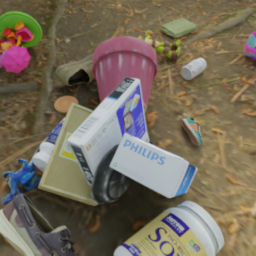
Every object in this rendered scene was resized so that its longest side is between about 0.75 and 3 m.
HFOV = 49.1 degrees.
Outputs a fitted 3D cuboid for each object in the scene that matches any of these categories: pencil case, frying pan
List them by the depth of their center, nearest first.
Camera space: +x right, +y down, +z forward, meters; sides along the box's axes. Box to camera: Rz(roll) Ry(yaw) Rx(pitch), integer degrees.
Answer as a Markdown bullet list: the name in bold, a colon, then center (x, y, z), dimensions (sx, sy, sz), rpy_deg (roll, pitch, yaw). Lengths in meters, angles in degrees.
- **frying pan**: center (-0.028, 1.257, 7.794), dimensions (0.461, 1.711, 2.829), rpy_deg (22, 8, 30)
- **pencil case**: center (6.073, -2.972, 11.486), dimensions (1.177, 1.177, 2.664), rpy_deg (-30, 53, -24)

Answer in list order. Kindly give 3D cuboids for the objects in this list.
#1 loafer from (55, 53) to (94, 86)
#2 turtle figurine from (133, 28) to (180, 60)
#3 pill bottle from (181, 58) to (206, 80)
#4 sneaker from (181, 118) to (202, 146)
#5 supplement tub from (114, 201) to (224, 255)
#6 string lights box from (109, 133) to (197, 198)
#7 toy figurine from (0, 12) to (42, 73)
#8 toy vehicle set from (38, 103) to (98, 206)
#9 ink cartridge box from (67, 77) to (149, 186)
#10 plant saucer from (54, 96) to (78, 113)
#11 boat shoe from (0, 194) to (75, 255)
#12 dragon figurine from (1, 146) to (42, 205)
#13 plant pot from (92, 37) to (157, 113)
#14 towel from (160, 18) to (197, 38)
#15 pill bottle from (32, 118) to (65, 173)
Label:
- **loafer**: center (-1.560, -2.219, 10.984), dimensions (2.480, 0.943, 0.836), rpy_deg (-25, 58, -15)
- **turtle figurine**: center (1.131, -3.476, 12.066), dimensions (2.126, 0.849, 2.636), rpy_deg (12, 33, -3)
- **pill bottle**: center (2.666, -2.392, 11.311), dimensions (1.016, 0.576, 0.576), rpy_deg (-35, 57, -27)
- **sneaker**: center (2.208, 0.078, 9.213), dimensions (0.475, 0.424, 1.189), rpy_deg (-16, 49, -8)
- **supplement tub**: center (0.903, 2.728, 6.124), dimensions (2.075, 1.509, 1.509), rpy_deg (-31, 55, -24)
- **string lights box**: center (0.787, 0.961, 6.867), dimensions (1.442, 2.807, 0.828), rpy_deg (25, 88, 21)
- **toy figurine**: center (-4.886, -3.237, 11.613), dimensions (2.425, 1.821, 2.232), rpy_deg (-15, 56, 16)
- **toy vehicle set**: center (-1.274, 0.696, 7.900), dimensions (1.603, 0.342, 2.581), rpy_deg (23, 62, -15)
- **ink cartridge box**: center (-0.330, 0.353, 7.554), dimensions (0.545, 2.511, 2.488), rpy_deg (18, 53, 28)
- **plant saucer**: center (-2.272, -0.880, 10.263), dimensions (0.856, 0.138, 0.856), rpy_deg (0, 49, 0)
- **boat shoe**: center (-1.712, 2.587, 6.230), dimensions (2.873, 1.033, 0.931), rpy_deg (35, 82, 14)
- **dragon figurine**: center (-2.853, 1.374, 7.960), dimensions (0.980, 0.580, 1.971), rpy_deg (27, 54, 22)
- **plant pot**: center (-0.133, -1.539, 9.609), dimensions (2.328, 2.328, 2.084), rpy_deg (1, 64, 1)
- **towel**: center (2.478, -4.888, 13.731), dimensions (1.585, 0.289, 1.176), rpy_deg (-30, 54, -23)
- **pill bottle**: center (-2.027, 0.555, 8.425), dimensions (0.970, 0.970, 1.676), rpy_deg (20, 51, 17)
